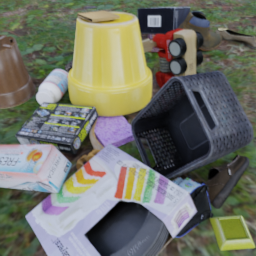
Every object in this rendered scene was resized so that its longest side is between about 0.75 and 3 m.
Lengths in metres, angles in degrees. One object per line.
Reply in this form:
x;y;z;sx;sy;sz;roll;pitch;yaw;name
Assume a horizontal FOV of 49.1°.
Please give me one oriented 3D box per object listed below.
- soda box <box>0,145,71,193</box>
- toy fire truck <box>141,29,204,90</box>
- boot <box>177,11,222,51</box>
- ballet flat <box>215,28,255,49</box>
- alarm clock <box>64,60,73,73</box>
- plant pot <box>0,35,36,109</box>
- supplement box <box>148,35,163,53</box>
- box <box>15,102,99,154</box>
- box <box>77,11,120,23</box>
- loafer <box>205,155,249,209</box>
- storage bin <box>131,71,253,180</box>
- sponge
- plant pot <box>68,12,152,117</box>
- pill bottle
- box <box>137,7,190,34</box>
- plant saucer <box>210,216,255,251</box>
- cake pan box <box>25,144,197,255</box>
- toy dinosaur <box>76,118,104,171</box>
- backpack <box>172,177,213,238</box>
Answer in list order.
-2.592;0.924;6.550;2.438;0.834;0.775;-2;50;30;soda box
1.222;-2.406;10.224;1.619;2.215;2.517;-30;38;-31;toy fire truck
3.445;-4.352;12.575;3.000;1.454;1.121;-11;61;-31;boot
5.489;-4.559;13.849;0.857;0.589;2.542;-31;50;-31;ballet flat
-2.187;-2.590;11.517;0.821;0.405;1.217;-22;26;14;alarm clock
-4.489;-2.063;9.893;2.001;1.981;2.001;0;40;0;plant pot
1.512;-3.929;13.049;1.225;0.676;0.525;2;41;1;supplement box
-2.098;-0.057;8.371;1.973;0.437;1.580;6;46;22;box
-0.899;-3.389;8.503;1.016;0.108;0.830;-22;41;-35;box
2.373;1.140;6.900;0.713;0.729;1.997;33;38;24;loafer
1.303;0.073;6.575;1.227;2.617;1.769;-14;73;-27;storage bin
-0.685;-0.143;8.929;1.116;0.298;2.000;-21;46;-21;sponge
-0.620;-2.250;9.303;2.898;2.726;2.898;0;33;0;plant pot
-2.665;-1.413;10.009;0.814;0.814;1.496;8;41;9;pill bottle
1.776;-5.302;13.783;1.963;1.210;1.947;14;29;30;box
2.313;2.273;6.208;0.785;0.188;0.784;-3;41;-4;plant saucer
-0.429;1.740;5.519;2.521;0.716;2.738;-42;38;-16;cake pan box
-0.691;0.762;7.685;1.515;0.861;2.852;-8;42;-48;toy dinosaur
1.157;1.754;6.202;1.158;1.059;0.851;-29;26;-28;backpack
